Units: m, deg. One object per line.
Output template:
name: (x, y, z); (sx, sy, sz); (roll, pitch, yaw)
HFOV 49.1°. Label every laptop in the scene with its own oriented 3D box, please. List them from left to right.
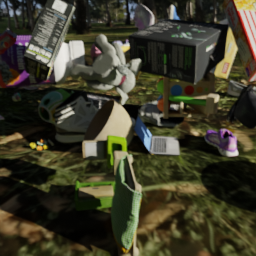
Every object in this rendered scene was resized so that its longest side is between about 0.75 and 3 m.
laptop: (0.957, 0.228, 9.173); (1.436, 0.832, 1.345); (3, 22, 7)

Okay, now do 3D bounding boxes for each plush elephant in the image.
plush elephant: (-0.370, -1.444, 7.548); (1.723, 1.419, 1.334); (28, -7, 32)

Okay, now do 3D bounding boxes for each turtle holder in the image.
turtle holder: (-2.659, -0.660, 11.011); (1.807, 1.373, 1.283); (42, 45, 17)

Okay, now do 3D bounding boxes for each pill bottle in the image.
pill bottle: (-2.957, -2.213, 9.299); (2.932, 1.633, 1.633); (-6, 22, -12)

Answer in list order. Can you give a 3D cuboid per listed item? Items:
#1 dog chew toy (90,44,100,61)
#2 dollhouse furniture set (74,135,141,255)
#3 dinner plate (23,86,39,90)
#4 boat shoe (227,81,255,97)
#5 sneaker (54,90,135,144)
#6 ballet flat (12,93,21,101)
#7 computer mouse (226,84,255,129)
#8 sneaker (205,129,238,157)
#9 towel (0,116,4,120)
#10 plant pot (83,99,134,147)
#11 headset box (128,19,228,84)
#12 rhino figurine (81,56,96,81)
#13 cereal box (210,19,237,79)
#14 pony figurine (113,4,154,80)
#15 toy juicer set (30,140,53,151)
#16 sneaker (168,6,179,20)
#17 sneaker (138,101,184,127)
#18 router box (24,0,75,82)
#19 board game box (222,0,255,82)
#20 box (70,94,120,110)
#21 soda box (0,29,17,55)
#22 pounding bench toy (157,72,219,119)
dog chew toy: (-1.254, -3.515, 13.259); (1.151, 1.151, 1.849); (2, -2, 5)
dollhouse furniture set: (-0.518, 1.253, 5.580); (1.173, 1.531, 2.337); (-2, 21, -7)
dinner plate: (-3.760, -1.870, 10.792); (0.925, 0.925, 0.112); (-7, -19, -17)
boat shoe: (6.413, -1.986, 14.942); (0.849, 0.739, 2.303); (-18, 27, -38)
sneaker: (-1.086, -0.462, 9.735); (2.940, 1.691, 1.109); (-7, 22, -17)
ballet flat: (-5.792, -1.576, 14.496); (0.412, 0.400, 1.158); (-27, 24, -15)
computer mouse: (2.985, -0.512, 7.259); (0.454, 1.193, 1.723); (21, 19, -3)
sneaker: (3.049, 0.323, 9.127); (0.632, 0.694, 1.570); (-6, 21, -11)
towel: (-5.689, -0.421, 11.836); (0.600, 0.123, 0.820); (-20, 31, -41)
plant pot: (-0.482, 0.082, 8.869); (1.128, 1.680, 1.680); (32, 12, -21)
headset box: (1.509, -2.288, 8.015); (2.278, 1.057, 1.984); (20, 42, 32)
rhino figurine: (-1.389, -2.522, 11.913); (0.602, 0.881, 2.015); (14, -11, -43)
cereal box: (3.671, -3.128, 10.988); (0.574, 2.089, 2.904); (14, 18, 2)
pony figurine: (0.635, -3.393, 11.524); (2.852, 2.375, 2.753); (-33, 54, -24)
toy juicer set: (-2.785, 0.520, 9.268); (0.509, 0.218, 0.800); (15, 25, 34)
sneaker: (2.392, -5.008, 13.195); (0.922, 1.658, 0.636); (-7, 47, 6)
sneaker: (1.861, -0.674, 11.494); (2.745, 1.030, 1.585); (-28, 38, -32)
router box: (-1.970, -2.060, 6.862); (0.613, 1.478, 1.973); (22, -8, -17)
board game box: (3.877, -2.568, 7.504); (1.988, 2.624, 0.608); (-6, -22, -6)
box: (-1.715, -1.101, 12.284); (1.792, 0.565, 2.272); (17, 14, 35)
soda box: (-3.367, -2.247, 7.470); (0.880, 0.279, 0.308); (-25, -33, 27)
pounding bench toy: (1.698, -0.956, 8.436); (1.652, 1.316, 2.118); (0, 16, 6)
